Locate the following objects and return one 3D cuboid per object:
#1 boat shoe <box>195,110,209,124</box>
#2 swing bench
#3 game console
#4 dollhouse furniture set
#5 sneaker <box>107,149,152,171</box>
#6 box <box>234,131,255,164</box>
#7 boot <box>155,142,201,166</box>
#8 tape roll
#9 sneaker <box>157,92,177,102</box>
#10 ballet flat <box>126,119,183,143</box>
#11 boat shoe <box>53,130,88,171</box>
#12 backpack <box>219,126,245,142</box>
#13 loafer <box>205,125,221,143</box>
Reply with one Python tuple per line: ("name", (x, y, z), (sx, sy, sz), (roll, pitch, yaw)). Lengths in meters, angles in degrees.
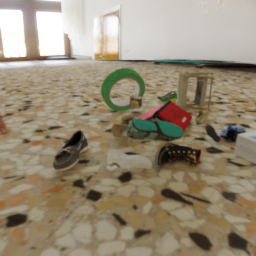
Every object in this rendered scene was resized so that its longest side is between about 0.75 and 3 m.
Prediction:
("boat shoe", (3.922, -0.697, 14.855), (0.464, 0.493, 1.296), (-8, 23, 40))
("swing bench", (4.037, -2.268, 17.159), (2.168, 2.156, 1.407), (5, 24, 12))
("game console", (1.754, -0.320, 14.633), (2.399, 1.652, 2.784), (37, 28, 7))
("dollhouse furniture set", (-0.197, -0.441, 12.639), (1.119, 1.780, 2.013), (7, 20, 19))
("sneaker", (0.027, 1.260, 9.830), (1.627, 0.572, 0.652), (12, 53, 4))
("box", (5.021, 0.744, 10.616), (1.301, 0.851, 1.295), (-8, 22, -28))
("boot", (1.836, 1.024, 10.252), (1.332, 0.647, 1.769), (9, 15, 27))
("tape roll", (-0.285, -2.201, 16.419), (2.581, 2.581, 0.620), (-8, 39, -21))
("sneaker", (2.711, -2.187, 19.420), (1.462, 0.623, 0.570), (-7, 20, -16))
("ballet flat", (0.983, 0.173, 10.767), (2.510, 0.932, 0.932), (11, 11, -32))
("boat shoe", (-2.177, 0.792, 10.427), (0.884, 0.753, 2.643), (-10, 14, 12))
("backpack", (4.569, 0.218, 12.401), (0.887, 0.654, 0.972), (2, 8, -37))
("loafer", (3.617, 0.219, 12.122), (0.385, 1.072, 0.338), (-39, 28, 11))
